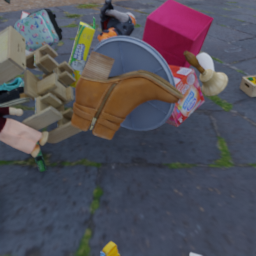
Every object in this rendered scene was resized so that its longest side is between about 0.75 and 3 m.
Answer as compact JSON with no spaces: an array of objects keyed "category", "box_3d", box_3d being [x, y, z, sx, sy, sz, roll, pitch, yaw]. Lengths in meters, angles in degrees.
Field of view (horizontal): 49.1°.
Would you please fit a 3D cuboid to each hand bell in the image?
[{"category":"hand bell","box_3d":[1.541,-1.235,5.902,0.613,1.176,0.613,-29,43,31]}]

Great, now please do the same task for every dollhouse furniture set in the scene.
[{"category":"dollhouse furniture set","box_3d":[-2.977,-1.086,7.993,1.919,2.888,2.532,-24,56,16]}]

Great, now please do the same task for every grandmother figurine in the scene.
[{"category":"grandmother figurine","box_3d":[-3.182,0.009,7.001,1.312,2.164,0.655,-59,30,-7]}]

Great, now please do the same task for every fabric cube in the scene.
[{"category":"fabric cube","box_3d":[1.706,-3.255,10.298,1.820,1.826,1.791,30,54,13]}]

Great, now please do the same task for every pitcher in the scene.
[{"category":"pitcher","box_3d":[2.520,-1.919,9.147,0.541,0.765,0.892,-23,74,-2]}]

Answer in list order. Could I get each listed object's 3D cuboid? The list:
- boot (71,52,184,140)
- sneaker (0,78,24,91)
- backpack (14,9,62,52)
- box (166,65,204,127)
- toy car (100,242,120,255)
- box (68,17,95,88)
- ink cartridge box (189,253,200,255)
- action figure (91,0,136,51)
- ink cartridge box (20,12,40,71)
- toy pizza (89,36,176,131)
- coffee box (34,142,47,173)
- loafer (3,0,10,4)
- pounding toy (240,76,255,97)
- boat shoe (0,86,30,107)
[{"category":"boot","box_3d":[-0.095,-0.522,6.647,2.419,1.871,0.891,22,16,4]},{"category":"sneaker","box_3d":[-5.906,-1.672,12.994,0.896,0.921,2.312,28,45,34]},{"category":"backpack","box_3d":[-3.178,-3.315,9.731,1.420,1.261,1.069,-13,28,17]},{"category":"box","box_3d":[0.954,-1.214,9.169,1.326,1.270,2.660,-41,36,-17]},{"category":"toy car","box_3d":[-1.600,3.042,6.490,2.660,0.885,1.305,-22,42,-27]},{"category":"box","box_3d":[-1.936,-3.141,11.345,0.669,2.765,1.623,17,19,-16]},{"category":"ink cartridge box","box_3d":[1.592,3.481,6.304,0.645,0.377,1.111,11,37,15]},{"category":"action figure","box_3d":[-0.459,-3.357,11.026,1.454,2.779,2.689,23,72,15]},{"category":"ink cartridge box","box_3d":[-4.001,-3.412,11.703,0.939,1.621,2.783,13,-4,-15]},{"category":"toy pizza","box_3d":[0.058,-1.188,7.892,2.834,2.834,0.449,18,39,23]},{"category":"coffee box","box_3d":[-3.141,0.870,9.620,0.274,0.766,1.247,-19,41,-20]},{"category":"loafer","box_3d":[-4.778,-5.111,11.126,0.276,0.241,0.767,26,6,-30]},{"category":"pounding toy","box_3d":[6.586,-2.021,13.641,1.587,0.726,1.394,-8,36,-11]},{"category":"boat shoe","box_3d":[-3.778,-0.877,8.523,1.703,0.530,0.636,-11,6,19]}]
